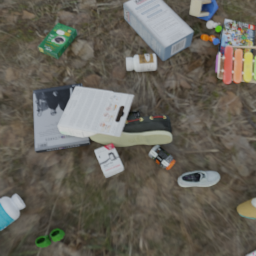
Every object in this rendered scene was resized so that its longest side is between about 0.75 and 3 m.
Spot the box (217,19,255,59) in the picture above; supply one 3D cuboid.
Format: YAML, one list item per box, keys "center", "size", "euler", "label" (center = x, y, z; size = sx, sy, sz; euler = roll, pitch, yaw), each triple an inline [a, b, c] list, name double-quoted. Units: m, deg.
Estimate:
- center: [4.653, -3.697, 12.008]
  size: [1.370, 0.378, 2.007]
  euler: [13, 65, 6]
  label: "box"

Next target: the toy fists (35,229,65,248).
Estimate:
- center: [-2.379, 3.371, 8.551]
  size: [0.872, 0.445, 0.300]
  euler: [-25, 50, -12]
  label: "toy fists"

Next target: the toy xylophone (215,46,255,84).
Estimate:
- center: [4.641, -2.569, 11.139]
  size: [2.477, 0.622, 1.813]
  euler: [-1, 79, 1]
  label: "toy xylophone"

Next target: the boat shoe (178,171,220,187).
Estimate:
- center: [2.388, 1.686, 9.320]
  size: [1.431, 0.509, 0.499]
  euler: [-7, 64, -3]
  label: "boat shoe"

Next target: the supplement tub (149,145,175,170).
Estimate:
- center: [1.171, 1.026, 9.637]
  size: [0.843, 0.517, 0.517]
  euler: [40, 71, 18]
  label: "supplement tub"

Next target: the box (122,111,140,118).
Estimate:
- center: [0.135, -0.203, 10.410]
  size: [0.684, 0.211, 0.857]
  euler: [-5, 64, -1]
  label: "box"

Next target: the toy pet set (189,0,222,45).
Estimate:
- center: [3.652, -4.904, 12.015]
  size: [1.095, 2.062, 1.925]
  euler: [-19, 39, -28]
  label: "toy pet set"

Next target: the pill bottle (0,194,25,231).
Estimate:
- center: [-3.964, 2.703, 8.659]
  size: [1.460, 0.809, 0.809]
  euler: [-36, 69, -16]
  label: "pill bottle"

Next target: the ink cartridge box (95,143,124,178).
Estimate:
- center: [-0.652, 1.119, 9.655]
  size: [0.698, 0.401, 0.961]
  euler: [-22, 66, -10]
  label: "ink cartridge box"

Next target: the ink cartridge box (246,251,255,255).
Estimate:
- center: [3.745, 3.994, 8.326]
  size: [0.835, 0.283, 0.481]
  euler: [-20, 66, -10]
  label: "ink cartridge box"

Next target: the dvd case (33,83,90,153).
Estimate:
- center: [-2.530, -0.422, 10.452]
  size: [1.940, 0.319, 2.581]
  euler: [-9, 65, -5]
  label: "dvd case"

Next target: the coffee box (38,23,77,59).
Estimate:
- center: [-3.016, -3.752, 12.049]
  size: [0.983, 0.352, 1.599]
  euler: [23, 66, 11]
  label: "coffee box"

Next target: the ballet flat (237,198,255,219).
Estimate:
- center: [4.484, 2.375, 8.630]
  size: [2.158, 0.680, 0.741]
  euler: [0, 26, 3]
  label: "ballet flat"

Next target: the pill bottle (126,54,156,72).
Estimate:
- center: [0.523, -2.617, 11.317]
  size: [1.178, 0.674, 0.674]
  euler: [-5, 64, -2]
  label: "pill bottle"

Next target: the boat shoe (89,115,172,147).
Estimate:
- center: [0.084, 0.080, 9.738]
  size: [2.851, 1.043, 0.893]
  euler: [-3, 61, 8]
  label: "boat shoe"

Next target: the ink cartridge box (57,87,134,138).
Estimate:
- center: [-1.086, -0.491, 9.808]
  size: [2.271, 0.569, 1.827]
  euler: [11, 59, 12]
  label: "ink cartridge box"

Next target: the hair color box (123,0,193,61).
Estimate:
- center: [1.231, -4.441, 12.033]
  size: [1.483, 0.908, 2.996]
  euler: [-32, 68, -11]
  label: "hair color box"
